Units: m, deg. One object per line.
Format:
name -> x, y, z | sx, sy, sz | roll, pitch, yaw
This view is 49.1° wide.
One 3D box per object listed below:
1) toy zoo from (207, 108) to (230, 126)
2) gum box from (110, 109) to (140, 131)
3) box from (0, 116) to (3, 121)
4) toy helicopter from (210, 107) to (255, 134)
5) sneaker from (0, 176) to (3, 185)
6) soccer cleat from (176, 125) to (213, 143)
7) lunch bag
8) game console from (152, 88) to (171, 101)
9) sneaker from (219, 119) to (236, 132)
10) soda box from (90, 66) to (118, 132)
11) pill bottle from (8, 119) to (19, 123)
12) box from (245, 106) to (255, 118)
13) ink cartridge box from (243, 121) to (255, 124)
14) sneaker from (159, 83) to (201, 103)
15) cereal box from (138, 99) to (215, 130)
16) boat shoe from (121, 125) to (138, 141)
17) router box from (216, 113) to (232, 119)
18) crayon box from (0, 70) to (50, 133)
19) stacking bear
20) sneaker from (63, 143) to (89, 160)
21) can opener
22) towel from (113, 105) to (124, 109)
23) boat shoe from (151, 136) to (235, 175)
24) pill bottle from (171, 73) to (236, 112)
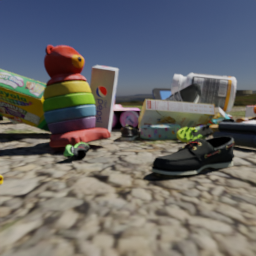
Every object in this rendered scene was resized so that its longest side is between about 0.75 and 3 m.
toy zoo -> 3.138, -0.361, 10.751 | 1.220, 0.190, 1.860 | -10, -25, 37
gum box -> -0.849, -0.390, 12.137 | 2.671, 0.883, 1.516 | 0, 6, 0
box -> -8.334, -0.934, 14.938 | 2.208, 1.372, 2.226 | 3, 7, 25
toy helicopter -> 4.208, -0.050, 10.234 | 2.506, 0.989, 1.657 | -10, 13, 12
sneaker -> -1.991, 0.778, 3.888 | 0.327, 0.310, 0.796 | 1, 6, -4
soccer cleat -> 2.042, 0.247, 8.870 | 1.522, 0.492, 0.637 | -10, -19, -37
lunch bag -> 1.045, 0.106, 9.401 | 1.259, 0.485, 1.010 | -3, 7, -24
game console -> 2.876, -1.001, 13.471 | 2.823, 1.670, 2.409 | -4, 12, -31
sneaker -> 3.434, 0.002, 9.453 | 0.608, 0.675, 1.734 | 2, 7, 23
soda box -> -0.858, -0.832, 9.144 | 0.775, 2.269, 0.720 | 9, 17, 3
pill bottle -> -5.389, -1.130, 15.914 | 1.577, 1.577, 2.804 | 4, 8, 33
box -> 6.126, -0.413, 11.691 | 1.939, 1.031, 1.477 | -4, 7, -31
ink cartridge box -> 4.240, 0.146, 8.319 | 1.077, 0.619, 1.484 | -5, 8, -43
sneaker -> 1.486, -0.895, 10.710 | 1.495, 0.971, 2.588 | 18, -44, -26
cereal box -> 1.631, -0.371, 9.976 | 2.392, 0.473, 1.721 | 3, -21, -4
boat shoe -> 0.055, 0.116, 9.434 | 0.534, 0.451, 1.497 | 0, 6, 7
router box -> 3.466, -0.507, 12.620 | 1.659, 0.451, 1.848 | 2, 12, -7
crayon box -> -3.952, -0.989, 10.026 | 2.554, 0.744, 2.203 | 18, -29, 4
stacking bear -> -1.605, -0.893, 7.584 | 1.505, 2.646, 1.607 | -7, 2, 38
sneaker -> -1.083, 0.565, 6.211 | 0.387, 0.354, 0.924 | 26, 12, 14
can opener -> 3.410, 0.321, 7.327 | 0.866, 0.686, 2.605 | 43, -18, -30
towel -> -0.827, -1.034, 13.993 | 1.175, 0.176, 0.859 | 2, 19, -22
boat shoe -> 1.238, 0.498, 5.250 | 1.958, 0.613, 0.716 | -5, 9, -32
pill bottle -> 3.368, -1.646, 12.708 | 2.696, 1.569, 1.569 | 9, 8, 14
